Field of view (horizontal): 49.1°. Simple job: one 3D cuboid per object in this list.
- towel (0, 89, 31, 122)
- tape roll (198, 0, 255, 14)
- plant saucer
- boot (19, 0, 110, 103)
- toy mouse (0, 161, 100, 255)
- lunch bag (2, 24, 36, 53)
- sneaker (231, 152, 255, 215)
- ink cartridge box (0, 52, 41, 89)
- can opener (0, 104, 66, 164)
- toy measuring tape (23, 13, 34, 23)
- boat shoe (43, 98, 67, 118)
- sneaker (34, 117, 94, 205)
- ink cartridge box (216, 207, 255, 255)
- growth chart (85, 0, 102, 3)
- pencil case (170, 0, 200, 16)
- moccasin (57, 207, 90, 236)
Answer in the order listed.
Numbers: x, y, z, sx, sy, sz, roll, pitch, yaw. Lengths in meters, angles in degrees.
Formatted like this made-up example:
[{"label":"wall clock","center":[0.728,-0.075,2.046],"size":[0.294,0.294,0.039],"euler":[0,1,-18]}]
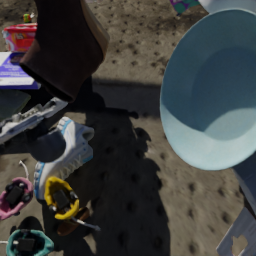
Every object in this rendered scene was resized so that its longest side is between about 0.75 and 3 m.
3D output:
[{"label":"towel","center":[-4.109,-0.790,8.724],"size":[1.812,0.331,1.345],"euler":[12,48,10]},{"label":"tape roll","center":[2.177,-2.365,5.284],"size":[1.830,0.640,1.830],"euler":[19,43,-19]},{"label":"plant saucer","center":[1.422,-0.560,4.457],"size":[0.473,2.455,2.455],"euler":[3,43,-31]},{"label":"boot","center":[-1.656,-2.106,5.945],"size":[2.684,0.971,2.232],"euler":[42,52,-22]},{"label":"toy mouse","center":[-2.126,1.945,5.973],"size":[2.221,0.484,2.499],"euler":[-39,63,-11]},{"label":"lunch bag","center":[-3.024,-3.144,9.927],"size":[2.445,1.002,2.154],"euler":[0,23,2]},{"label":"sneaker","center":[2.098,0.765,4.467],"size":[0.913,0.962,2.390],"euler":[-18,44,14]},{"label":"ink cartridge box","center":[-4.113,-1.750,9.089],"size":[2.666,0.584,2.691],"euler":[-1,34,-2]},{"label":"can opener","center":[-1.867,0.368,4.345],"size":[0.712,2.668,0.892],"euler":[-39,101,-43]},{"label":"toy measuring tape","center":[-4.455,-5.022,12.552],"size":[0.315,0.315,0.856],"euler":[9,49,8]},{"label":"boat shoe","center":[-2.237,-0.745,8.672],"size":[0.387,0.344,1.052],"euler":[23,52,19]},{"label":"sneaker","center":[-1.482,0.752,6.982],"size":[1.099,0.951,2.536],"euler":[12,49,3]},{"label":"ink cartridge box","center":[2.600,2.692,4.407],"size":[0.733,2.088,2.569],"euler":[-15,50,-13]},{"label":"growth chart","center":[-1.989,-4.641,8.078],"size":[2.128,2.940,0.261],"euler":[3,74,14]},{"label":"pencil case","center":[1.850,-3.467,6.979],"size":[1.692,0.720,0.782],"euler":[-8,29,41]},{"label":"moccasin","center":[-1.205,2.053,6.177],"size":[0.821,0.317,0.300],"euler":[-29,54,-24]}]
